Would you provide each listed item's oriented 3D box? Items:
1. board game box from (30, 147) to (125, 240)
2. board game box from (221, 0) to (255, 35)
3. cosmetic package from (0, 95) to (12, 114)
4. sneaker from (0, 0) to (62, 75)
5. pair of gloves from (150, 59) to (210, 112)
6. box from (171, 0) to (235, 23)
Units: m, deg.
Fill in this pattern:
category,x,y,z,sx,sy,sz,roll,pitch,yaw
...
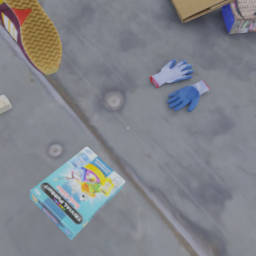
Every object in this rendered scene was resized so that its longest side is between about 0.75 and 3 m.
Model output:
category,x,y,z,sx,sy,sz,roll,pitch,yaw
board game box,-0.993,1.259,5.759,1.176,0.365,1.557,40,50,12
board game box,4.025,-3.877,9.418,1.405,0.680,1.120,-7,69,-2
cosmetic package,-3.933,-0.618,8.357,0.763,0.279,0.395,-32,72,-11
sneaker,-2.297,-2.295,6.388,0.896,1.077,2.390,-29,100,-24
pair of gloves,1.624,-1.319,8.683,1.439,0.204,1.790,-29,70,-9
box,2.349,-4.821,9.623,1.895,0.247,2.318,-22,62,8
